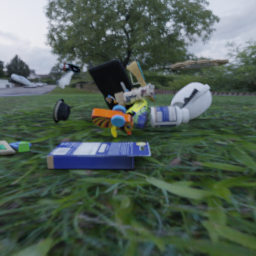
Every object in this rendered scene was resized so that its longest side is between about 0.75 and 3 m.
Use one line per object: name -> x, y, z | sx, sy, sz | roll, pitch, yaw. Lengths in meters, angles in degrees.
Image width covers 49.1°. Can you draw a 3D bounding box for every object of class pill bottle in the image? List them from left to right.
pill bottle -> 1.470, -0.404, 10.047 | 1.308, 0.726, 0.726 | -3, 9, -1

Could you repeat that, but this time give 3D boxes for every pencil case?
pencil case -> 0.393, -1.242, 10.454 | 1.251, 0.487, 0.559 | -15, 11, 34

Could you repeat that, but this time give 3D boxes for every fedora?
fedora -> -2.418, -0.581, 10.385 | 0.440, 0.964, 0.964 | 16, 12, 9

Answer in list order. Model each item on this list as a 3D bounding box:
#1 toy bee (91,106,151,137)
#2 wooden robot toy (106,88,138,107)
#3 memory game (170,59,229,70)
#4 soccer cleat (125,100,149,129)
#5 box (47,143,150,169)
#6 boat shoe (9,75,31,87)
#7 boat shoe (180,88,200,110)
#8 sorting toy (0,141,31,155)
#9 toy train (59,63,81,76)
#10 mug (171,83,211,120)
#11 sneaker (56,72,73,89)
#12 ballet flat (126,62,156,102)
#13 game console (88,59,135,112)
toy bee -> -0.239, -0.136, 9.185 | 1.854, 1.008, 1.214 | 15, 49, 20
wooden robot toy -> -0.191, -1.072, 11.106 | 1.409, 0.639, 0.621 | -16, -7, 11
memory game -> 2.751, -2.443, 10.785 | 2.241, 0.143, 2.241 | -5, 6, 1
soccer cleat -> 0.304, -0.606, 10.296 | 0.836, 0.646, 1.999 | 9, 27, -6
box -> -0.581, 0.597, 6.272 | 2.110, 0.342, 1.278 | -1, 9, 2
boat shoe -> -3.483, -1.460, 9.000 | 0.288, 0.303, 0.868 | -40, -11, 10
boat shoe -> 2.494, -1.174, 11.624 | 0.374, 1.128, 0.395 | 41, 19, 0
sorting toy -> -3.698, 0.476, 7.105 | 2.444, 0.333, 1.376 | -6, 11, -34
toy train -> -2.724, -2.772, 13.166 | 0.689, 0.515, 1.209 | 9, 4, 19
mug -> 3.072, -1.307, 13.420 | 1.832, 1.543, 2.090 | -34, -8, -41
sneaker -> -2.427, -1.858, 10.879 | 0.335, 0.392, 0.899 | -5, 40, 47
ballet flat -> 0.507, -1.736, 11.142 | 0.567, 1.798, 0.617 | -27, 6, 5
game console -> -0.625, -1.934, 12.889 | 2.317, 2.634, 1.533 | -12, 31, 30
